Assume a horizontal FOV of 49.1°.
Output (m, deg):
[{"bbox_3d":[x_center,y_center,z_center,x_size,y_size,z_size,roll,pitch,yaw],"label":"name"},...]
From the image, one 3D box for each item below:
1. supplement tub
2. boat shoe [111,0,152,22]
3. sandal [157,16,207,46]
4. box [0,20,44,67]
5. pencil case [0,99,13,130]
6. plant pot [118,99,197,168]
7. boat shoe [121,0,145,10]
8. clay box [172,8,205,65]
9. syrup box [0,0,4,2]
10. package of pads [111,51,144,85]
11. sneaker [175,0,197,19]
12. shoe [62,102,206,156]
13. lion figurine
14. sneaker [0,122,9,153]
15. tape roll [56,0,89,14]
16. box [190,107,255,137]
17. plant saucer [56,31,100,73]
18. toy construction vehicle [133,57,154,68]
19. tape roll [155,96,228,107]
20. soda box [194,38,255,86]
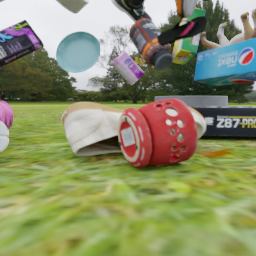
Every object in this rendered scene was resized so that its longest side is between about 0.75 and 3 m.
[{"bbox_3d":[0.860,-2.995,10.185,1.070,2.000,1.070,-18,-33,-12],"label":"supplement tub"},{"bbox_3d":[0.270,-4.448,10.458,1.955,0.739,0.590,18,-33,-38],"label":"boat shoe"},{"bbox_3d":[1.072,-1.963,5.604,1.042,0.391,0.235,-20,-28,10],"label":"sandal"},{"bbox_3d":[-2.427,-1.729,5.764,1.115,0.797,0.201,-33,-24,-14],"label":"box"},{"bbox_3d":[-2.607,-0.173,4.722,1.026,0.994,2.191,9,0,-15],"label":"pencil case"},{"bbox_3d":[0.308,0.088,3.329,0.718,0.788,0.788,-13,11,-25],"label":"plant pot"},{"bbox_3d":[0.234,-2.730,4.565,0.644,1.723,0.571,-19,49,-29],"label":"boat shoe"},{"bbox_3d":[2.044,-3.120,9.938,0.581,1.402,2.439,12,4,1],"label":"clay box"},{"bbox_3d":[-3.518,-3.217,6.112,2.547,1.037,1.003,-30,9,-6],"label":"syrup box"},{"bbox_3d":[-0.010,-2.396,11.240,0.473,1.251,0.754,-31,16,51],"label":"package of pads"},{"bbox_3d":[0.827,-3.040,5.514,0.990,1.767,0.685,3,10,28],"label":"sneaker"},{"bbox_3d":[0.227,0.098,4.206,2.388,0.835,0.637,1,47,-26],"label":"shoe"},{"bbox_3d":[3.474,-2.564,8.716,0.996,1.683,2.748,-29,12,-27],"label":"lion figurine"},{"bbox_3d":[-2.233,0.228,3.119,1.623,0.635,0.627,-1,-10,-35],"label":"sneaker"},{"bbox_3d":[-1.694,-3.422,5.844,0.406,2.222,2.222,-36,-5,17],"label":"tape roll"},{"bbox_3d":[2.538,-0.175,6.368,2.668,0.655,2.151,1,3,9],"label":"box"},{"bbox_3d":[-1.887,-2.865,10.788,1.759,1.759,0.316,1,-15,8],"label":"plant saucer"},{"bbox_3d":[0.731,-2.812,12.090,0.942,0.381,1.082,1,5,7],"label":"toy construction vehicle"},{"bbox_3d":[2.506,-0.818,11.312,2.864,0.946,2.864,0,5,0],"label":"tape roll"},{"bbox_3d":[3.104,-1.775,7.750,0.856,0.905,2.669,10,-2,-29],"label":"soda box"}]
